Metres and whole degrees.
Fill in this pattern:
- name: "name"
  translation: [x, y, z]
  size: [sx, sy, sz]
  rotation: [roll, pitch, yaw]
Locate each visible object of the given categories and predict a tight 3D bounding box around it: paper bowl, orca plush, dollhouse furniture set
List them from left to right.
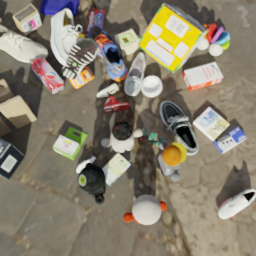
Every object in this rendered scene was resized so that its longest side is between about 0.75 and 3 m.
- name: "dollhouse furniture set"
  translation: [-4.965, -1.032, 10.266]
  size: [2.028, 1.737, 2.132]
  rotation: [-28, 70, -11]
- name: "orca plush"
  translation: [-1.534, 1.226, 10.087]
  size: [0.911, 0.479, 0.324]
  rotation: [-52, 34, 5]
- name: "paper bowl"
  translation: [0.948, -1.615, 11.164]
  size: [0.828, 0.431, 0.828]
  rotation: [-5, 70, 14]

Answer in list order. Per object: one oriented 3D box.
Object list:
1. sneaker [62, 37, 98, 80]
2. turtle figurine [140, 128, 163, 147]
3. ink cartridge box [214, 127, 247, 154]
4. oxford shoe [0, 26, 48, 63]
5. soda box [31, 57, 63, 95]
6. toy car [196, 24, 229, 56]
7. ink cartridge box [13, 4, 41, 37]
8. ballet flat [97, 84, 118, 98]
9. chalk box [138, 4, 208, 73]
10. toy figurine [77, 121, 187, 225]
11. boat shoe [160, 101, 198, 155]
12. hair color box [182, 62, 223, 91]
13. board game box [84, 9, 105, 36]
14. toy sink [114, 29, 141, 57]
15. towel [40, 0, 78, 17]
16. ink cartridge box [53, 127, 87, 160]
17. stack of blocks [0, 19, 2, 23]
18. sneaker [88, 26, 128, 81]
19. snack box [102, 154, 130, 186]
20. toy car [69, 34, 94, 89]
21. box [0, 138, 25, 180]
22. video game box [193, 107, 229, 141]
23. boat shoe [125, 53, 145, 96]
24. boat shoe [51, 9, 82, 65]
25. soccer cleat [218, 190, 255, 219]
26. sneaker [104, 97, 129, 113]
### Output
- name: "sneaker"
  translation: [-1.697, -2.838, 10.405]
  size: [0.829, 2.190, 1.265]
  rotation: [35, 49, -19]
- name: "turtle figurine"
  translation: [0.860, 0.395, 10.173]
  size: [0.843, 1.126, 0.567]
  rotation: [25, 88, -12]
- name: "ink cartridge box"
  translation: [3.808, 0.460, 10.455]
  size: [1.101, 0.243, 0.518]
  rotation: [-30, 71, -12]
- name: "oxford shoe"
  translation: [-4.731, -3.565, 11.845]
  size: [2.807, 0.811, 1.055]
  rotation: [25, 67, 8]
- name: "soda box"
  translation: [-3.265, -2.131, 11.343]
  size: [0.554, 0.502, 1.582]
  rotation: [-32, 71, -28]
- name: "toy car"
  translation: [3.639, -3.863, 11.823]
  size: [1.407, 1.055, 1.232]
  rotation: [30, 70, 12]
- name: "ink cartridge box"
  translation: [-4.281, -4.567, 11.974]
  size: [0.977, 1.185, 0.445]
  rotation: [-40, 88, -12]
- name: "ballet flat"
  translation: [-0.801, -1.441, 11.199]
  size: [0.951, 0.341, 0.341]
  rotation: [-33, 71, -12]
- name: "chalk box"
  translation: [1.850, -3.535, 10.895]
  size: [1.746, 1.738, 2.807]
  rotation: [38, 28, 4]
- name: "toy figurine"
  translation: [0.153, 1.406, 9.048]
  size: [2.954, 2.055, 2.909]
  rotation: [28, 71, 11]
- name: "boat shoe"
  translation: [1.855, -0.097, 10.329]
  size: [0.859, 0.794, 2.326]
  rotation: [-21, 68, 1]
- name: "hair color box"
  translation: [3.026, -2.084, 11.412]
  size: [1.396, 0.446, 0.774]
  rotation: [-17, 69, -5]
- name: "board game box"
  translation: [-1.497, -4.772, 12.701]
  size: [0.760, 0.144, 1.477]
  rotation: [4, 67, 3]
- name: "toy sink"
  translation: [0.086, -3.690, 11.976]
  size: [1.131, 0.634, 0.737]
  rotation: [-24, 69, -10]
- name: "towel"
  translation: [-3.137, -5.635, 12.913]
  size: [1.648, 0.408, 1.217]
  rotation: [5, 66, -2]
- name: "ink cartridge box"
  translation: [-2.138, 0.499, 10.347]
  size: [0.810, 0.415, 1.096]
  rotation: [24, 70, 9]
- name: "stack of blocks"
  translation: [-6.566, -4.427, 12.317]
  size: [1.112, 0.566, 1.932]
  rotation: [36, 71, 14]
- name: "sneaker"
  translation: [-0.806, -3.237, 11.485]
  size: [1.006, 1.047, 2.670]
  rotation: [-31, 75, -12]
- name: "snack box"
  translation: [-0.497, 1.478, 10.004]
  size: [0.606, 0.193, 1.042]
  rotation: [40, 76, 21]
- name: "toy car"
  translation: [-1.950, -2.625, 11.019]
  size: [1.008, 0.684, 2.056]
  rotation: [-18, 104, -19]
- name: "box"
  translation: [-4.858, 0.779, 9.669]
  size: [1.943, 1.442, 1.040]
  rotation: [26, 69, 10]
- name: "video game box"
  translation: [3.169, -0.157, 10.723]
  size: [0.926, 0.238, 1.017]
  rotation: [-43, 73, -13]
- name: "boat shoe"
  translation: [0.304, -2.164, 11.359]
  size: [0.685, 0.596, 1.857]
  rotation: [17, 68, 7]
- name: "boat shoe"
  translation: [-2.468, -3.898, 11.676]
  size: [1.175, 1.019, 2.757]
  rotation: [-28, 57, 29]
- name: "soccer cleat"
  translation: [3.665, 2.516, 9.380]
  size: [1.511, 0.644, 0.519]
  rotation: [-28, 70, -12]
- name: "sneaker"
  translation: [-0.454, -0.992, 10.850]
  size: [1.062, 0.416, 0.613]
  rotation: [-7, 63, 19]
